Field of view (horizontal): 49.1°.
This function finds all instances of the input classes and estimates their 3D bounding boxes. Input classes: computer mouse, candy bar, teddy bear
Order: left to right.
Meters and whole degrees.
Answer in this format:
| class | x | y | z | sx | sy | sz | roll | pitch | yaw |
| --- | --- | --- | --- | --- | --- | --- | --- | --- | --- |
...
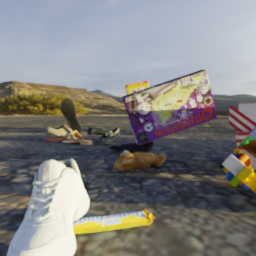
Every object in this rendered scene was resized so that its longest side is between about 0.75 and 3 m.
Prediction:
| class | x | y | z | sx | sy | sz | roll | pitch | yaw |
| --- | --- | --- | --- | --- | --- | --- | --- | --- | --- |
| candy bar | -0.330 | 1.267 | 3.758 | 1.385 | 0.153 | 0.345 | -2 | 5 | -15 |
| computer mouse | 0.225 | 0.711 | 9.560 | 1.126 | 0.429 | 1.626 | -4 | -5 | -41 |
| teddy bear | 0.311 | 0.813 | 7.433 | 1.456 | 0.486 | 1.056 | -1 | 3 | -15 |

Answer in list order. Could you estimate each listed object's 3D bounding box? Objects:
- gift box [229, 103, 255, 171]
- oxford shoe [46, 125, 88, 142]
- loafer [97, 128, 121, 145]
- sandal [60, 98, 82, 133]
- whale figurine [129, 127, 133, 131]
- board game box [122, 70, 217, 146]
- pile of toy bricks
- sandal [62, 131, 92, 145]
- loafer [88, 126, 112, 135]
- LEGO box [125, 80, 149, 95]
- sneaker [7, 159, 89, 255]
| class | x | y | z | sx | sy | sz | roll | pitch | yaw |
| --- | --- | --- | --- | --- | --- | --- | --- | --- | --- |
| gift box | 3.832 | 0.054 | 7.152 | 1.964 | 2.128 | 1.987 | -3 | 3 | 43 |
| oxford shoe | -2.803 | 0.225 | 13.045 | 2.008 | 0.751 | 0.707 | -3 | 5 | -32 |
| loafer | -0.845 | 0.353 | 12.421 | 0.679 | 0.595 | 1.891 | 2 | 5 | 19 |
| sandal | -2.529 | -0.553 | 12.530 | 0.646 | 1.721 | 0.388 | -15 | 27 | 4 |
| whale figurine | 0.999 | -0.133 | 15.966 | 1.937 | 1.005 | 1.541 | 3 | 5 | 42 |
| board game box | 1.263 | -0.604 | 8.348 | 2.575 | 1.545 | 0.416 | -20 | 21 | -4 |
| pile of toy bricks | 2.736 | 0.697 | 5.215 | 1.429 | 1.606 | 2.895 | 43 | 8 | 18 |
| sandal | -2.197 | 0.401 | 12.134 | 1.663 | 0.547 | 0.610 | 3 | 6 | 35 |
| loafer | -1.553 | 0.144 | 15.664 | 1.431 | 0.502 | 0.486 | 0 | 5 | 3 |
| LEGO box | 0.544 | -1.407 | 13.328 | 1.103 | 1.481 | 0.571 | -12 | -21 | 0 |
| sneaker | -0.943 | 0.872 | 3.257 | 0.710 | 0.905 | 1.822 | -7 | 12 | 1 |
